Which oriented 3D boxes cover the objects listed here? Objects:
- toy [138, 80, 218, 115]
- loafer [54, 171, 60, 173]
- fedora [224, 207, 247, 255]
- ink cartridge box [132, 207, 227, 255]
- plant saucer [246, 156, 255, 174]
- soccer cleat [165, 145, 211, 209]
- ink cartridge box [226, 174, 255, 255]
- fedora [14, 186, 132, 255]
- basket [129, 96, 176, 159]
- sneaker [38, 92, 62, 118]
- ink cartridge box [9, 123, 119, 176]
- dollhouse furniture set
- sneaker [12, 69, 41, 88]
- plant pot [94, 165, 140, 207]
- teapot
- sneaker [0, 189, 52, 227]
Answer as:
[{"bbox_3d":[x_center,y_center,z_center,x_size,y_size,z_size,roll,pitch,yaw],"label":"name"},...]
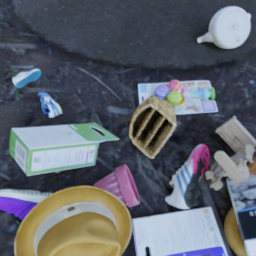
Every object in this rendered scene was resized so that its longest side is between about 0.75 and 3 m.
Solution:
[{"bbox_3d":[1.791,-1.271,10.282,2.778,0.656,1.599,-1,53,-1],"label":"toy"},{"bbox_3d":[-2.365,0.955,8.806,0.375,0.338,0.991,-26,57,-21],"label":"loafer"},{"bbox_3d":[3.378,2.774,7.208,1.835,0.748,1.835,-3,53,3],"label":"fedora"},{"bbox_3d":[1.291,3.140,6.910,2.179,0.473,2.158,-8,46,0],"label":"ink cartridge box"},{"bbox_3d":[4.440,1.006,7.471,2.454,2.454,0.459,4,76,3],"label":"plant saucer"},{"bbox_3d":[1.726,1.345,8.226,0.959,0.776,2.221,-9,37,41],"label":"soccer cleat"},{"bbox_3d":[3.829,1.696,6.243,2.814,0.611,2.788,-13,12,15],"label":"ink cartridge box"},{"bbox_3d":[-1.070,2.649,6.191,2.724,2.724,1.111,-21,19,-15],"label":"fedora"},{"bbox_3d":[0.647,-0.064,8.512,1.100,1.542,1.148,25,35,-10],"label":"basket"},{"bbox_3d":[-2.937,-0.842,10.084,0.524,0.471,1.273,-38,61,-22],"label":"sneaker"},{"bbox_3d":[-1.819,0.529,8.178,2.751,0.816,1.428,-5,24,-39],"label":"ink cartridge box"},{"bbox_3d":[2.675,0.740,7.820,1.060,1.241,2.394,49,32,5],"label":"dollhouse furniture set"},{"bbox_3d":[-3.981,-2.027,10.982,1.151,0.440,0.465,-34,60,-24],"label":"sneaker"},{"bbox_3d":[-0.352,1.734,7.835,1.034,1.155,1.155,-20,55,3],"label":"plant pot"},{"bbox_3d":[4.240,-4.316,12.114,1.829,1.805,1.336,14,14,-16],"label":"teapot"},{"bbox_3d":[-2.465,2.387,7.294,2.855,0.992,1.420,1,77,19],"label":"sneaker"}]
